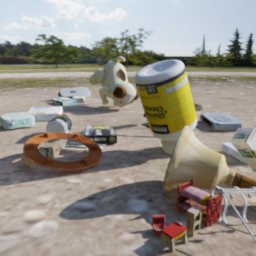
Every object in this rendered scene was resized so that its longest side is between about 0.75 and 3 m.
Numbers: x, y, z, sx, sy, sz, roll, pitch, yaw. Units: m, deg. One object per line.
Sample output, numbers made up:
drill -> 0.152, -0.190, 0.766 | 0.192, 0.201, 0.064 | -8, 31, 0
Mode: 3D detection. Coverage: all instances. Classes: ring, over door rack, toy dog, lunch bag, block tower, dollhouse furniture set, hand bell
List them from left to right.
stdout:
lunch bag -> -4.416, -0.262, 11.103 | 1.264, 0.487, 1.014 | -10, 21, -33
block tower -> -2.371, 0.724, 7.784 | 0.377, 0.352, 1.305 | 8, 17, 24
ring -> -1.753, 0.541, 7.670 | 2.119, 0.203, 2.119 | 10, 21, -4
toy dog -> -0.471, -2.158, 14.661 | 1.782, 2.477, 2.555 | 18, 32, -46
dollhouse furniture set -> 0.946, 1.435, 4.834 | 1.349, 0.549, 0.726 | -13, 20, -39
hand bell -> 2.270, 1.069, 5.597 | 2.807, 1.461, 1.461 | 19, 21, 18
over door rack -> 2.098, 1.514, 4.540 | 1.044, 0.471, 1.413 | 6, 25, -26

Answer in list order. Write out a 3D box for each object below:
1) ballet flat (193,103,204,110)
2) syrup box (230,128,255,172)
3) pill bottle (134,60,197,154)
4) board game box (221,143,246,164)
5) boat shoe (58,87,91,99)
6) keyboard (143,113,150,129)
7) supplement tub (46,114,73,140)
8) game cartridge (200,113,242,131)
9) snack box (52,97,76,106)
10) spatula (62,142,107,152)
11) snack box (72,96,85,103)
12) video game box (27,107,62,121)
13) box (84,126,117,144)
ballet flat -> 3.412, -1.112, 14.487 | 1.045, 0.395, 0.334 | 10, 42, 44
syrup box -> 2.842, 0.519, 6.319 | 0.456, 1.119, 0.441 | -54, 24, -20
pill bottle -> 1.161, -0.544, 7.992 | 1.398, 2.495, 1.398 | -17, 25, 8
board game box -> 3.511, 0.684, 8.082 | 1.139, 0.248, 1.144 | -2, 15, -13
boat shoe -> -3.391, -2.164, 17.590 | 2.087, 0.716, 0.591 | -2, -9, -34
keyboard -> 1.060, -0.180, 10.102 | 1.249, 0.794, 0.129 | 33, -11, 21
supplement tub -> -2.397, -0.080, 9.973 | 0.724, 0.724, 1.181 | 1, 16, 5
game cartridge -> 3.787, -0.257, 11.391 | 1.238, 0.386, 1.859 | 3, 15, -4
snack box -> -3.698, -1.515, 16.060 | 0.816, 0.260, 1.404 | -12, 20, -38
spatula -> -1.396, 0.579, 8.767 | 1.302, 0.105, 0.905 | 4, 15, 12
snack box -> -2.977, -1.732, 16.836 | 0.704, 0.262, 0.991 | -1, 15, -5
video game box -> -3.783, -0.651, 12.750 | 1.420, 0.365, 1.559 | 0, 15, -8
box -> -0.950, 0.224, 9.572 | 1.066, 0.325, 1.322 | 0, 14, -6
